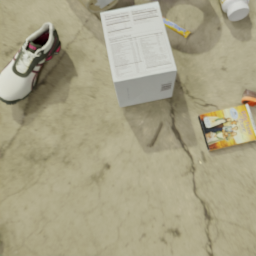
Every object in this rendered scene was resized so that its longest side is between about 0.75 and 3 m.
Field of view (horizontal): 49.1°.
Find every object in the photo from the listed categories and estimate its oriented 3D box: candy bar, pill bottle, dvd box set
[{"bbox_3d":[1.608,-3.550,9.854,1.203,0.133,0.300,33,78,7],"label":"candy bar"},{"bbox_3d":[3.622,-4.583,9.671,0.907,0.907,1.614,-8,75,-2],"label":"pill bottle"},{"bbox_3d":[3.187,-0.009,8.938,1.649,0.242,1.206,-12,77,-3],"label":"dvd box set"}]

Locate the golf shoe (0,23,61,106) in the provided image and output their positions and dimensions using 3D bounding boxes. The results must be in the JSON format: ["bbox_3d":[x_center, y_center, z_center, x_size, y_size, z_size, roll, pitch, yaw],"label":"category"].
[{"bbox_3d":[-3.205,-2.082,8.759,1.117,1.275,2.895,30,74,-5],"label":"golf shoe"}]

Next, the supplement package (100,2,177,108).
[{"bbox_3d":[0.297,-2.158,8.534,1.759,1.772,2.335,-11,71,0],"label":"supplement package"}]

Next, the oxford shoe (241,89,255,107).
[{"bbox_3d":[4.432,-0.916,9.039,1.429,0.509,0.521,15,72,4],"label":"oxford shoe"}]

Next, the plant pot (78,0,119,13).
[{"bbox_3d":[-1.286,-5.338,9.258,2.472,2.472,2.639,-23,85,-5],"label":"plant pot"}]
